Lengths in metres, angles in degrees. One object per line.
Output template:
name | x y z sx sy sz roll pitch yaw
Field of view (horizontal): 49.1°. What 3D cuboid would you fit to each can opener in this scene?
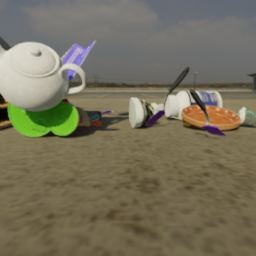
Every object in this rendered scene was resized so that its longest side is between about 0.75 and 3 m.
can opener | -2.394 -0.828 13.209 2.355 0.787 0.628 3 8 21

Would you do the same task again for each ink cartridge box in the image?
ink cartridge box | -2.265 -1.763 9.192 2.439 0.529 2.416 -32 28 35

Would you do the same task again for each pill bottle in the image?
pill bottle | 2.850 -0.984 12.528 2.317 1.287 1.287 -2 8 -10

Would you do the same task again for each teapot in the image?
teapot | -2.293 -1.422 6.949 1.909 1.884 1.394 -21 -23 -31

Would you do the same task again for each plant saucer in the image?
plant saucer | 2.857 -0.341 9.786 2.007 0.324 2.007 3 22 -1

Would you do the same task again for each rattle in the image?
rattle | -1.730 -0.216 10.031 1.265 0.823 0.903 29 27 13

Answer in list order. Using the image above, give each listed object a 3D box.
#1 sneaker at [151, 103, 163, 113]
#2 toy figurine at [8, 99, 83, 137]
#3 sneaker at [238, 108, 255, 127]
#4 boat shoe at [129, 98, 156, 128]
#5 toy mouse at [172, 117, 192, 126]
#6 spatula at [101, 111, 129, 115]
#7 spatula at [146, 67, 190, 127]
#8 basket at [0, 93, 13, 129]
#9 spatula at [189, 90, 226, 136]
sneaker | 1.415 -1.195 16.798 1.644 0.582 0.600 -4 9 -30
toy figurine | -2.142 -0.445 8.778 2.260 1.697 2.080 20 3 14
sneaker | 4.554 -0.316 10.546 0.815 0.693 1.786 20 19 23
boat shoe | 0.543 -0.613 10.599 0.947 1.052 2.974 -2 6 -1
toy mouse | 2.733 -0.273 10.633 1.454 0.317 1.636 -11 15 -40
spatula | -0.615 -0.805 15.214 2.162 0.222 0.611 6 3 36
spatula | 1.403 -1.058 9.808 0.256 2.490 0.704 36 11 25
basket | -5.182 -0.965 9.810 2.031 1.946 2.727 0 8 6
spatula | 1.953 -0.331 7.106 0.495 1.752 0.180 6 51 49
